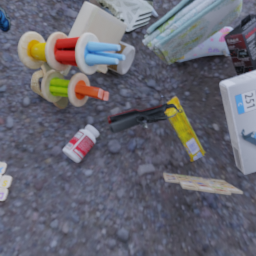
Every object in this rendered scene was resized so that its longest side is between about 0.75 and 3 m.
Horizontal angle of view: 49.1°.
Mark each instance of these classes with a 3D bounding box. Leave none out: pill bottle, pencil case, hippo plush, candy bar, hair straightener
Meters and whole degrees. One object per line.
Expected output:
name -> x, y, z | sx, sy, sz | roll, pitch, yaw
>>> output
pill bottle -> -0.833, -2.920, 10.708 | 1.956, 1.118, 1.118 | 27, 69, 11
pill bottle -> -1.558, 0.513, 9.465 | 0.692, 0.692, 1.233 | 35, 71, 14
pencil case -> 2.898, -3.233, 10.920 | 2.433, 1.011, 1.104 | -8, 100, -4
hippo plush -> -0.289, -5.995, 11.432 | 2.819, 2.245, 2.266 | -9, 68, -3
candy bar -> 1.555, 0.133, 7.703 | 0.545, 2.185, 0.242 | -34, 29, 0
hair straightener -> 0.404, -0.162, 6.252 | 1.710, 0.350, 0.658 | -11, 39, -1

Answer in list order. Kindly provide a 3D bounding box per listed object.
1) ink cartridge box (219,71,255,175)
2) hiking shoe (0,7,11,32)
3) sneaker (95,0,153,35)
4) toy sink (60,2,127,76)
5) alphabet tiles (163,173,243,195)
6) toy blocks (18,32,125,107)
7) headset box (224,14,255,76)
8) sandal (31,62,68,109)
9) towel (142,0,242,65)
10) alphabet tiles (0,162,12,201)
ink cartridge box -> 3.704, -0.286, 7.150 | 2.229, 0.566, 2.530 | -19, 110, 2
hiking shoe -> -3.211, -2.728, 6.660 | 0.433, 1.164, 0.505 | 8, 57, 12
sneaker -> -0.410, -3.729, 8.756 | 2.537, 0.957, 1.460 | 3, 106, -16
toy sink -> -1.111, -2.454, 8.393 | 1.175, 1.367, 2.097 | 21, 108, -29
alphabet tiles -> 1.812, 1.414, 7.173 | 1.769, 2.116, 0.080 | 7, 88, 5
toy blocks -> -1.240, -1.442, 7.449 | 2.769, 2.308, 1.005 | 11, 55, 26
headset box -> 3.443, -2.264, 7.758 | 1.236, 0.624, 1.663 | -39, 115, -21
sandal -> -3.123, -1.709, 10.425 | 1.021, 1.138, 3.103 | -29, 60, 16
towel -> 1.940, -3.054, 8.121 | 2.977, 2.548, 0.717 | -33, 83, 16
alphabet tiles -> -4.718, 1.859, 9.195 | 1.669, 0.122, 1.632 | 9, 67, 3
